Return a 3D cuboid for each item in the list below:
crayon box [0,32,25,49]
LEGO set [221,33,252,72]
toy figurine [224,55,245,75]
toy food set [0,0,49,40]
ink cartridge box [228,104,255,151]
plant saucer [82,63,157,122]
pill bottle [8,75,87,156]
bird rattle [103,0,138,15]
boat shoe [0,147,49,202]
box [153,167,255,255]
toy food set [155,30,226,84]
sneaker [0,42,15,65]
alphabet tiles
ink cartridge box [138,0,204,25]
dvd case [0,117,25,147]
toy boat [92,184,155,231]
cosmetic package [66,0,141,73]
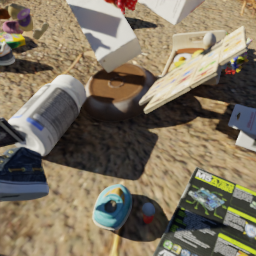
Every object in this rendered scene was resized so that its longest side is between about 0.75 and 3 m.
[{"bbox_3d":[-4.904,-3.691,11.692,0.875,0.296,1.014,-28,53,-24],"label":"crayon box"},{"bbox_3d":[4.148,-3.175,10.763,1.156,0.935,2.513,12,48,12],"label":"LEGO set"},{"bbox_3d":[2.775,-1.795,7.443,0.408,0.774,0.463,-8,74,4],"label":"toy figurine"},{"bbox_3d":[-3.713,-3.376,8.191,2.547,1.619,0.401,28,69,-27],"label":"toy food set"},{"bbox_3d":[3.777,0.111,7.902,1.850,0.617,1.071,21,50,18],"label":"ink cartridge box"},{"bbox_3d":[-0.324,-1.327,9.032,2.594,0.474,2.594,-7,49,8],"label":"plant saucer"},{"bbox_3d":[-2.198,-0.430,7.944,1.311,1.311,2.305,17,49,16],"label":"pill bottle"},{"bbox_3d":[-0.363,-3.168,6.497,1.313,0.740,1.070,33,4,-9],"label":"bird rattle"},{"bbox_3d":[-1.010,0.347,2.153,0.311,0.879,0.399,-27,66,24],"label":"boat shoe"},{"bbox_3d":[2.151,2.327,5.856,2.571,0.611,2.483,21,48,20],"label":"box"},{"bbox_3d":[2.245,-2.539,9.867,2.033,0.856,2.833,4,46,25],"label":"toy food set"},{"bbox_3d":[-5.475,-2.835,10.525,2.184,0.867,0.857,-6,49,-4],"label":"sneaker"},{"bbox_3d":[1.290,-1.192,5.829,2.388,0.108,2.856,-28,13,31],"label":"alphabet tiles"},{"bbox_3d":[0.886,-4.449,7.987,2.721,1.147,1.969,37,55,10],"label":"ink cartridge box"},{"bbox_3d":[-2.766,0.179,5.447,1.193,0.887,0.095,-13,61,2],"label":"dvd case"},{"bbox_3d":[-0.068,1.784,6.323,1.372,0.638,1.153,11,47,11],"label":"toy boat"},{"bbox_3d":[-0.662,-2.807,7.719,1.178,0.929,2.190,-28,75,6],"label":"cosmetic package"}]
